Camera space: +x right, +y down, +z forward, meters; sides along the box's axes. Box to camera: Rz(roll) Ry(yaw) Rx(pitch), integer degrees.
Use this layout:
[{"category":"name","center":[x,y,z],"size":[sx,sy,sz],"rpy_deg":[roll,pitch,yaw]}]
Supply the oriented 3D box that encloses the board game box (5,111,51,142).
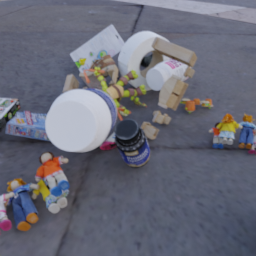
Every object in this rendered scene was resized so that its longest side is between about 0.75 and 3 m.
[{"category":"board game box","center":[-3.031,-0.128,8.513],"size":[1.292,0.399,1.293],"rpy_deg":[4,31,-29]}]

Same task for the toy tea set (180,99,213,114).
[{"category":"toy tea set","center":[2.504,-0.780,10.081],"size":[1.195,0.442,0.710],"rpy_deg":[0,18,-3]}]

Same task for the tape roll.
[{"category":"tape roll","center":[0.725,-2.645,11.180],"size":[2.231,2.231,0.780],"rpy_deg":[-18,40,-25]}]

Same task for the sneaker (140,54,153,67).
[{"category":"sneaker","center":[0.975,-3.423,13.930],"size":[0.736,0.491,1.286],"rpy_deg":[12,40,6]}]

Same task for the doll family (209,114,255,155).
[{"category":"doll family","center":[3.242,0.076,8.147],"size":[1.668,0.752,1.035],"rpy_deg":[10,57,11]}]

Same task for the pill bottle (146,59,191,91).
[{"category":"pill bottle","center":[1.540,-2.049,10.637],"size":[0.989,0.989,1.745],"rpy_deg":[26,39,33]}]

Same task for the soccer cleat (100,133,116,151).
[{"category":"soccer cleat","center":[-0.383,0.314,8.178],"size":[1.000,0.349,0.432],"rpy_deg":[-25,53,9]}]

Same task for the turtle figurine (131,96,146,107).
[{"category":"turtle figurine","center":[0.294,-0.956,10.201],"size":[0.757,0.610,0.244],"rpy_deg":[35,90,26]}]

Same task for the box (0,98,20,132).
[{"category":"box","center":[-4.641,-0.338,9.381],"size":[1.200,0.379,2.181],"rpy_deg":[3,34,5]}]

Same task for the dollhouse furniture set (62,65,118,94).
[{"category":"dollhouse furniture set","center":[-1.247,-1.517,10.392],"size":[1.990,1.031,0.881],"rpy_deg":[-9,54,21]}]

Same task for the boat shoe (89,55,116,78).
[{"category":"boat shoe","center":[-1.182,-2.430,11.499],"size":[0.798,0.756,2.106],"rpy_deg":[-18,4,-39]}]

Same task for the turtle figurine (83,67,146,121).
[{"category":"turtle figurine","center":[-0.331,-1.152,9.787],"size":[2.016,0.805,2.500],"rpy_deg":[-28,76,-35]}]

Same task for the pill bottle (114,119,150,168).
[{"category":"pill bottle","center":[0.098,0.393,7.066],"size":[0.773,1.382,0.773],"rpy_deg":[-7,56,10]}]

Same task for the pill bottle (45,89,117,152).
[{"category":"pill bottle","center":[-1.131,-0.242,7.184],"size":[1.519,1.519,2.734],"rpy_deg":[1,9,2]}]

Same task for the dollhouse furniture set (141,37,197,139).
[{"category":"dollhouse furniture set","center":[0.975,-1.145,8.759],"size":[1.216,2.747,1.424],"rpy_deg":[28,10,18]}]

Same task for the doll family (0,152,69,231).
[{"category":"doll family","center":[-2.201,1.489,6.303],"size":[2.231,1.006,1.385],"rpy_deg":[-33,44,-10]}]

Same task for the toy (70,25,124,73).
[{"category":"toy","center":[-1.331,-3.429,12.752],"size":[2.357,0.556,1.357],"rpy_deg":[-32,76,4]}]
